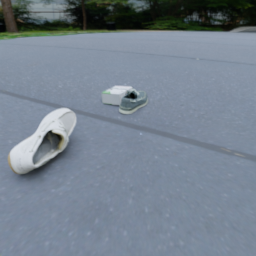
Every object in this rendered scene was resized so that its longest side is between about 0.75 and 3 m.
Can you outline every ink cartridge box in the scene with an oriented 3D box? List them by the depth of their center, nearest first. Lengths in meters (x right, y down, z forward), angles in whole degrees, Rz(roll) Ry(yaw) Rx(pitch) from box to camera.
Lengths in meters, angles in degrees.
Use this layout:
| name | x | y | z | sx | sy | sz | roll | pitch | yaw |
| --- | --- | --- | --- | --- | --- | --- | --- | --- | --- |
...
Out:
| name | x | y | z | sx | sy | sz | roll | pitch | yaw |
| --- | --- | --- | --- | --- | --- | --- | --- | --- | --- |
| ink cartridge box | -0.487 | -1.530 | 13.107 | 0.965 | 0.557 | 1.321 | 8 | 25 | 26 |

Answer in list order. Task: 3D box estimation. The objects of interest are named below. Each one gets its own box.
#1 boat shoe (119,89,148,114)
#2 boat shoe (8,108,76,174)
| name | x | y | z | sx | sy | sz | roll | pitch | yaw |
| --- | --- | --- | --- | --- | --- | --- | --- | --- | --- |
| boat shoe | 0.307 | -1.326 | 12.457 | 0.841 | 0.713 | 2.309 | 14 | 29 | 22 |
| boat shoe | -2.177 | 0.322 | 8.221 | 0.980 | 1.001 | 2.827 | -6 | 32 | 29 |
